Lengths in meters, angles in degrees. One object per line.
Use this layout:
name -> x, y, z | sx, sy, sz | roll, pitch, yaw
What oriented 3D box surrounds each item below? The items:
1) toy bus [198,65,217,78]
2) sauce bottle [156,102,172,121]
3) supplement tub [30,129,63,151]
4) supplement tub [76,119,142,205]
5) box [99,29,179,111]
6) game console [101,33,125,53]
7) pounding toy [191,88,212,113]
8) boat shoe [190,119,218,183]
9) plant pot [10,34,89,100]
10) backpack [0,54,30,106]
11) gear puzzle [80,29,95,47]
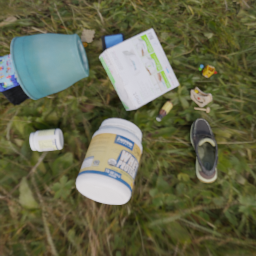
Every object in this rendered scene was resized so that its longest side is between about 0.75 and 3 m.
toy bus -> 3.508, -2.434, 12.433 | 0.692, 0.734, 0.379 | 0, 62, 35
sauce bottle -> 1.485, -0.674, 11.590 | 0.325, 0.325, 0.985 | 30, 63, 18
supplement tub -> -3.048, 0.471, 10.509 | 1.073, 0.778, 0.778 | -5, 56, -1
supplement tub -> -0.546, 1.119, 9.482 | 1.797, 1.797, 2.485 | 12, 57, 8
box -> 0.444, -2.308, 11.389 | 2.225, 1.219, 2.522 | -31, 100, -17
game console -> -0.648, -3.959, 13.562 | 1.156, 0.684, 0.987 | -11, 56, -7
pounding toy -> 3.015, -1.167, 11.676 | 0.650, 0.648, 1.133 | -31, 64, -25
boat shoe -> 2.882, 0.668, 10.344 | 0.948, 0.872, 2.653 | 3, 56, 2
plant pot -> -2.951, -2.637, 11.295 | 2.400, 2.555, 2.555 | -12, 56, 5
backpack -> -4.120, -2.267, 11.617 | 2.293, 1.543, 2.094 | -17, 56, 9
gear puzzle -> -2.097, -4.532, 14.280 | 0.642, 0.162, 1.239 | 7, 59, 2
